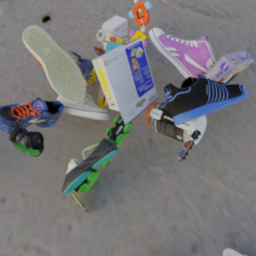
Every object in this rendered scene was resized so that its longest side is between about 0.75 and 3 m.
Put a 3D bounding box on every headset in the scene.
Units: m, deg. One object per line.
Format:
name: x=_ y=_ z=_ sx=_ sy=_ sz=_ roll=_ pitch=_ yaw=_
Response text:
headset: x=-2.777 y=0.325 z=7.414 sx=0.934 sy=1.512 sz=0.711 roll=19 pitch=51 yaw=8

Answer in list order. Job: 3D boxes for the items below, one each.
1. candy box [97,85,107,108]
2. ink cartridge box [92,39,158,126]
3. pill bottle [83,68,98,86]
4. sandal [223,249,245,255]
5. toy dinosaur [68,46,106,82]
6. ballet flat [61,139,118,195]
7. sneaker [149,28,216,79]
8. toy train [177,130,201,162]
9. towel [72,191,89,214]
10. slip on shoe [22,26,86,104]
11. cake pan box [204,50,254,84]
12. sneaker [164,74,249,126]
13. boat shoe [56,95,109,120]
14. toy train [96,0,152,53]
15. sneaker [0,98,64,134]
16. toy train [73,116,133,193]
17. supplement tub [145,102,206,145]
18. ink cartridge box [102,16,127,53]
candy box: x=-0.813 y=-1.616 z=10.335 sx=0.222 sy=1.681 sz=0.859 roll=14 pitch=15 yaw=5
ink cartridge box: x=0.018 y=-1.489 z=8.894 sx=0.505 sy=2.147 sz=2.122 roll=3 pitch=30 yaw=38
pill bottle: x=-1.503 y=-2.117 z=11.330 sx=0.947 sy=0.527 sz=0.527 roll=-37 pitch=66 yaw=-24
sandal: x=3.370 y=3.878 z=7.967 sx=1.340 sy=0.545 sz=0.329 roll=35 pitch=25 yaw=19
toy dinosaur: x=-1.718 y=-2.334 z=10.244 sx=1.983 sy=1.147 sz=2.185 roll=-21 pitch=18 yaw=0
ballet flat: x=-1.253 y=1.065 z=8.305 sx=2.093 sy=0.765 sz=0.765 roll=-40 pitch=66 yaw=0
sneaker: x=1.926 y=-2.809 z=9.504 sx=2.441 sy=1.392 sz=0.885 roll=44 pitch=32 yaw=0
toy train: x=1.493 y=0.425 z=6.908 sx=0.210 sy=0.156 sz=0.916 roll=38 pitch=78 yaw=-13
towel: x=-1.447 y=2.278 z=8.532 sx=0.110 sy=0.962 sz=0.691 roll=-38 pitch=69 yaw=-16
slip on shoe: x=-2.406 y=-2.068 z=9.404 sx=1.096 sy=0.905 sz=2.959 roll=-38 pitch=86 yaw=-7
cake pan box: x=3.227 y=-1.764 z=9.917 sx=2.212 sy=2.037 sz=0.578 roll=-24 pitch=72 yaw=-49
sneaker: x=2.309 y=-1.021 z=8.073 sx=2.986 sy=1.047 sz=1.163 roll=-19 pitch=87 yaw=-33
boat shoe: x=-1.649 y=-0.836 z=10.001 sx=2.447 sy=0.867 sz=0.854 roll=14 pitch=92 yaw=35
toy train: x=0.027 y=-3.463 z=10.360 sx=2.403 sy=0.668 sz=1.805 roll=-23 pitch=78 yaw=30
sneaker: x=-3.096 y=-0.532 z=8.907 sx=0.972 sy=1.012 sz=2.581 roll=56 pitch=30 yaw=9
toy train: x=-0.791 y=0.867 z=9.000 sx=0.606 sy=0.819 sz=2.905 roll=36 pitch=88 yaw=22
supplement tub: x=1.515 y=-0.207 z=9.093 sx=1.780 sy=1.091 sz=1.091 roll=22 pitch=60 yaw=33
ink cartridge box: x=-0.533 y=-3.773 z=11.689 sx=0.591 sy=1.377 sz=1.008 roll=29 pitch=55 yaw=22
